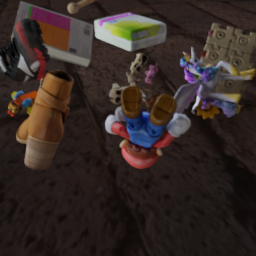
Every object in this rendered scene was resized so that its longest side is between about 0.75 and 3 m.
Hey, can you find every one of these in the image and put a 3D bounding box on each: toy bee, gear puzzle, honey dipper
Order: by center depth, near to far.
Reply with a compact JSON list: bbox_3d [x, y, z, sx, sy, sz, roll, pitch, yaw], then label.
[{"bbox_3d":[2.775,-1.589,8.320,1.522,0.385,2.938,19,83,12],"label":"gear puzzle"},{"bbox_3d":[-0.624,-4.484,9.100,2.970,0.564,0.564,-27,43,-4],"label":"honey dipper"},{"bbox_3d":[-4.188,-0.928,10.661,1.716,0.933,1.123,2,44,-51],"label":"toy bee"}]

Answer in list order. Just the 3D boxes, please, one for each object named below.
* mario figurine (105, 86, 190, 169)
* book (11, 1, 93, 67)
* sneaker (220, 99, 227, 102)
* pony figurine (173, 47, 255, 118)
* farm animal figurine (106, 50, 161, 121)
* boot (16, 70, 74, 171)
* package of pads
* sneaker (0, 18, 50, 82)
[{"bbox_3d":[0.343,-0.102,6.078,1.310,2.472,1.526,-35,71,-17],"label":"mario figurine"},{"bbox_3d":[-2.591,-3.344,9.936,2.643,0.635,1.766,12,62,-21],"label":"book"},{"bbox_3d":[3.549,-1.307,11.408,1.137,0.427,0.657,-10,38,-11],"label":"sneaker"},{"bbox_3d":[1.990,-0.994,7.123,1.820,1.757,1.516,27,24,30],"label":"pony figurine"},{"bbox_3d":[0.154,-0.891,6.373,1.370,1.386,0.723,-22,27,6],"label":"farm animal figurine"},{"bbox_3d":[-1.592,-0.339,5.343,0.806,1.632,2.102,15,12,-18],"label":"boot"},{"bbox_3d":[0.103,-4.288,12.408,2.094,0.924,2.710,-24,42,-30],"label":"package of pads"},{"bbox_3d":[-2.712,-1.816,7.155,1.291,2.643,0.934,-16,84,-18],"label":"sneaker"}]
